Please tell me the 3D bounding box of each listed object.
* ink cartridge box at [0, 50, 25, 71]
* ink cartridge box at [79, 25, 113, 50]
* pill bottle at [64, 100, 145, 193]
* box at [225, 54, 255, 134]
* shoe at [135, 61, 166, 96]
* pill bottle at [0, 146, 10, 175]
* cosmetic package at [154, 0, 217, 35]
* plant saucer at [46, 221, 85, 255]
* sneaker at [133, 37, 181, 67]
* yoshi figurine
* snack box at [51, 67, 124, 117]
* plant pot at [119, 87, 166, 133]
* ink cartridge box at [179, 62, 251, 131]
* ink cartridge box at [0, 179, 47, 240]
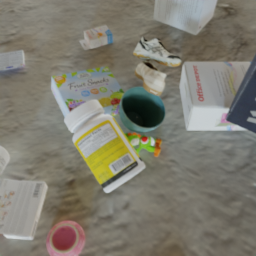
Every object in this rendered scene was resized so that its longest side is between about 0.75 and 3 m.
[{"bbox_3d":[-4.213,-2.332,10.000,0.970,0.214,0.988,-11,56,-8],"label":"ink cartridge box"},{"bbox_3d":[-1.252,-3.460,10.730,1.169,0.396,0.673,-22,56,-15],"label":"ink cartridge box"},{"bbox_3d":[-0.587,0.402,6.637,1.140,1.140,1.994,-31,82,-21],"label":"pill bottle"},{"bbox_3d":[4.059,-0.902,5.963,2.875,2.827,1.688,26,62,14],"label":"box"},{"bbox_3d":[0.719,-1.619,8.421,0.810,0.619,2.317,15,23,-14],"label":"shoe"},{"bbox_3d":[-3.805,1.274,6.700,1.104,1.104,1.931,11,53,8],"label":"pill bottle"},{"bbox_3d":[2.326,-5.111,11.156,2.017,1.688,1.678,29,57,19],"label":"cosmetic package"},{"bbox_3d":[-1.425,2.519,6.333,0.870,0.221,0.870,0,53,1],"label":"plant saucer"},{"bbox_3d":[0.866,-2.252,8.118,1.561,0.591,0.684,24,94,30],"label":"sneaker"},{"bbox_3d":[0.343,0.460,7.800,1.092,0.614,0.612,17,95,-4],"label":"yoshi figurine"},{"bbox_3d":[-1.160,-0.991,8.430,1.866,0.631,1.573,-15,59,-27],"label":"snack box"},{"bbox_3d":[0.284,-0.386,8.005,1.318,0.888,1.318,10,61,-18],"label":"plant pot"},{"bbox_3d":[2.969,-0.974,8.397,2.639,1.117,1.907,1,53,-1],"label":"ink cartridge box"},{"bbox_3d":[-2.711,1.917,6.727,1.195,0.303,1.357,5,53,2],"label":"ink cartridge box"}]
